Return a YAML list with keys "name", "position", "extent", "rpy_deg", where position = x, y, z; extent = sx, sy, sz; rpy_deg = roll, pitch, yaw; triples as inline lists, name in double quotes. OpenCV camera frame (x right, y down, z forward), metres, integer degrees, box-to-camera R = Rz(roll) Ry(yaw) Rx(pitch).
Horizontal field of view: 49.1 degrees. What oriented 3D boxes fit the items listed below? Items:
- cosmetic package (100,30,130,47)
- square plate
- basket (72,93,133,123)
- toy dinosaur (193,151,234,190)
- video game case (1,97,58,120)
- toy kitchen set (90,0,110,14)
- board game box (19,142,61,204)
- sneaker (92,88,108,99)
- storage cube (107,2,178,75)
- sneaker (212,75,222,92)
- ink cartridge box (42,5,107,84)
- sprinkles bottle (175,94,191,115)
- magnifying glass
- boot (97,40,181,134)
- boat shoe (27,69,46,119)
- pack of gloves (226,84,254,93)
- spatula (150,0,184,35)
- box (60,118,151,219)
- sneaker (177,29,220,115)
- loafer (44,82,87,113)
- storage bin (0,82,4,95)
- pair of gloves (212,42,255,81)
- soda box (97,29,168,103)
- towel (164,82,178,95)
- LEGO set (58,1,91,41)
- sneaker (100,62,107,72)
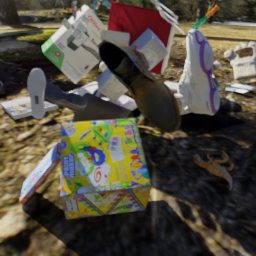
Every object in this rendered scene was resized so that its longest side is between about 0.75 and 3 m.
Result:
- name: "cosmetic package"
  position: [-0.457, -3.167, 9.905]
  extent: [0.987, 0.361, 0.511]
  rpy_deg: [10, 2, 3]
- name: "square plate"
  position: [-1.312, -1.234, 12.576]
  extent: [2.782, 0.399, 2.809]
  rpy_deg: [29, 36, 21]
- name: "basket"
  position: [-0.879, -0.327, 10.456]
  extent: [1.905, 1.296, 1.718]
  rpy_deg: [14, 66, 13]
- name: "toy dinosaur"
  position: [2.730, 1.257, 8.322]
  extent: [0.956, 0.543, 1.799]
  rpy_deg: [-36, 32, -13]
- name: "video game case"
  position: [-4.591, -1.012, 13.002]
  extent: [2.034, 0.234, 1.853]
  rpy_deg: [-18, 32, -34]
- name: "toy kitchen set"
  position: [-1.428, -5.768, 13.632]
  extent: [0.838, 1.046, 0.616]
  rpy_deg: [39, 27, 3]
- name: "board game box"
  position: [-2.302, 1.180, 7.395]
  extent: [0.157, 1.615, 0.832]
  rpy_deg: [36, 14, -24]
- name: "sneaker"
  position: [-0.985, -1.500, 12.318]
  extent: [1.221, 0.459, 0.538]
  rpy_deg: [-18, 46, -37]
- name: "storage cube"
  position: [0.545, -3.615, 11.341]
  extent: [2.376, 2.260, 2.643]
  rpy_deg: [14, 22, 7]
- name: "sneaker"
  position: [3.570, -2.098, 13.982]
  extent: [2.413, 1.083, 0.809]
  rpy_deg: [-12, -11, -29]
- name: "ink cartridge box"
  position: [-2.119, -3.675, 12.364]
  extent: [2.719, 1.984, 1.143]
  rpy_deg: [-42, 33, 7]
- name: "sprinkles bottle"
  position: [2.668, -1.135, 12.412]
  extent: [2.864, 0.977, 0.977]
  rpy_deg: [-15, 30, -26]
- name: "magnifying glass"
  position: [1.856, -2.644, 6.834]
  extent: [0.091, 0.811, 0.323]
  rpy_deg: [51, 22, 7]
- name: "boot"
  position: [0.197, -1.118, 7.412]
  extent: [1.454, 1.120, 2.999]
  rpy_deg: [11, 41, -50]
- name: "boat shoe"
  position: [-2.548, -0.949, 7.810]
  extent: [0.475, 1.384, 0.392]
  rpy_deg: [0, 14, -18]
- name: "pack of gloves"
  position: [6.029, -2.044, 15.182]
  extent: [1.074, 0.252, 1.279]
  rpy_deg: [-23, 28, -26]
- name: "spatula"
  position: [0.950, -2.879, 7.116]
  extent: [0.101, 0.870, 1.252]
  rpy_deg: [-38, 49, 9]
- name: "box"
  position: [-0.647, 0.968, 7.071]
  extent: [1.993, 1.262, 2.069]
  rpy_deg: [-4, 51, -8]
- name: "sneaker"
  position: [1.542, -1.253, 6.723]
  extent: [1.033, 2.074, 0.777]
  rpy_deg: [4, 27, 41]
- name: "loafer"
  position: [-2.213, -0.899, 8.750]
  extent: [1.789, 0.564, 0.643]
  rpy_deg: [19, 49, -16]
- name: "storage bin"
  position: [-7.146, -2.141, 14.946]
  extent: [0.746, 0.518, 1.104]
  rpy_deg: [-18, 32, -31]
- name: "pair of gloves"
  position: [3.889, -2.740, 11.612]
  extent: [2.763, 0.484, 2.349]
  rpy_deg: [0, 45, 25]
- name: "soda box"
  position: [0.088, -2.179, 10.014]
  extent: [0.854, 2.691, 0.919]
  rpy_deg: [37, 24, -32]
- name: "towel"
  position: [2.317, -1.990, 14.700]
  extent: [1.141, 0.488, 0.945]
  rpy_deg: [14, 31, 22]
- name: "LEGO set"
  position: [-1.958, -4.022, 10.405]
  extent: [0.315, 0.960, 1.285]
  rpy_deg: [26, -8, 40]
- name: "sneaker"
  position: [-1.049, -4.064, 18.256]
  extent: [2.620, 0.964, 1.546]
  rpy_deg: [-10, 32, -41]
